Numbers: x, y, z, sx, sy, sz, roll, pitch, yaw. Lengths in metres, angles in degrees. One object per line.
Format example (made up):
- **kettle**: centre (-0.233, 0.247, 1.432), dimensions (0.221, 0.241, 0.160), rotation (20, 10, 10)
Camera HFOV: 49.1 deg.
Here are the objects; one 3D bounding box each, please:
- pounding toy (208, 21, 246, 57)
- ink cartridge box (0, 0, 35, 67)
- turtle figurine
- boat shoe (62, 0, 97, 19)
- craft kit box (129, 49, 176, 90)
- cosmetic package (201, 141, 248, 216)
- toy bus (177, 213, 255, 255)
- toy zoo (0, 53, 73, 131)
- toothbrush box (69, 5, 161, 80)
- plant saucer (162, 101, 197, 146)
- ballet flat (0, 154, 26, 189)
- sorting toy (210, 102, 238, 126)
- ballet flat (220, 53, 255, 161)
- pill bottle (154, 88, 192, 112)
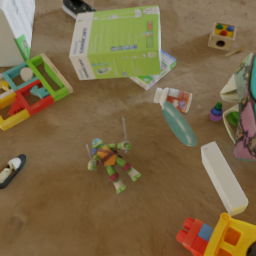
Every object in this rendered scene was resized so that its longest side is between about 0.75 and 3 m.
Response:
- **pounding toy**: centre (3.257, -2.843, 9.039), dimensions (1.185, 0.542, 1.041), rotation (14, 61, 8)
- **ink cartridge box**: centre (-3.846, -3.653, 8.615), dimensions (1.210, 2.101, 2.879), rotation (-5, 59, -1)
- **turtle figurine**: centre (-0.359, 0.771, 6.565), dimensions (1.389, 1.433, 1.031), rotation (51, 48, 3)
- **boat shoe**: centre (-1.515, -3.998, 9.619), dimensions (1.995, 0.565, 0.685), rotation (36, 57, 16)
- **craft kit box**: centre (0.540, -2.008, 8.692), dimensions (1.365, 0.335, 1.382), rotation (-40, 67, -22)
- **cosmetic package**: centre (2.139, 1.169, 6.334), dimensions (0.378, 1.103, 1.463), rotation (-25, 61, 7)
- **toy bus**: centre (1.845, 2.791, 5.416), dimensions (2.111, 1.492, 2.199), rotation (21, 65, 27)
- **toy zoo**: centre (-3.192, -1.032, 8.162), dimensions (2.630, 0.269, 1.726), rotation (-34, 66, -18)
- **toothbrush box**: centre (-0.289, -2.468, 8.176), dimensions (2.455, 1.057, 1.787), rotation (-2, 60, 8)
- **plant saucer**: centre (1.109, -0.057, 6.293), dimensions (0.166, 1.215, 1.215), rotation (-33, 65, -4)
- **ballet flat**: centre (-2.891, 1.042, 6.936), dimensions (0.346, 0.348, 1.017), rotation (21, 62, 13)
- **sorting toy**: centre (3.235, -0.462, 7.560), dimensions (1.938, 0.667, 0.672), rotation (6, 50, 3)
- **ballet flat**: centre (2.969, -0.577, 7.265), dimensions (1.048, 1.018, 2.946), rotation (-11, 65, 37)
- **pill bottle**: centre (1.251, -0.809, 7.872), dimensions (0.991, 0.556, 0.556), rotation (15, 61, 8)
